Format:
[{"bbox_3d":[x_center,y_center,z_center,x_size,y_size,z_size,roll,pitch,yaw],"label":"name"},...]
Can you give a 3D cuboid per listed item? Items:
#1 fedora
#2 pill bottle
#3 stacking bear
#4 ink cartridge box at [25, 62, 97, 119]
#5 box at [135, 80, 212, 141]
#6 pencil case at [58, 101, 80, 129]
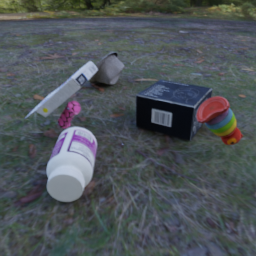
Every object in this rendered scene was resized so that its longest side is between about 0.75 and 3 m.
[{"bbox_3d":[-1.105,-3.359,16.882,1.165,2.282,2.580,37,37,4],"label":"fedora"},{"bbox_3d":[-1.762,1.107,8.819,1.375,1.375,2.450,0,29,0],"label":"pill bottle"},{"bbox_3d":[3.341,-0.106,9.854,1.128,1.857,1.056,-31,28,23],"label":"stacking bear"},{"bbox_3d":[-2.566,-1.404,11.110,2.609,0.613,2.578,-36,17,22],"label":"ink cartridge box"},{"bbox_3d":[2.012,-0.907,12.281,2.573,1.595,2.529,15,32,26],"label":"box"},{"bbox_3d":[-2.286,-0.455,10.769,0.582,1.283,0.601,-13,68,-37],"label":"pencil case"}]
